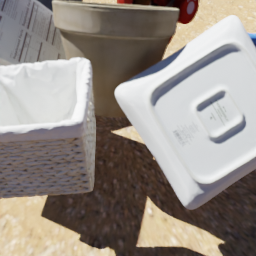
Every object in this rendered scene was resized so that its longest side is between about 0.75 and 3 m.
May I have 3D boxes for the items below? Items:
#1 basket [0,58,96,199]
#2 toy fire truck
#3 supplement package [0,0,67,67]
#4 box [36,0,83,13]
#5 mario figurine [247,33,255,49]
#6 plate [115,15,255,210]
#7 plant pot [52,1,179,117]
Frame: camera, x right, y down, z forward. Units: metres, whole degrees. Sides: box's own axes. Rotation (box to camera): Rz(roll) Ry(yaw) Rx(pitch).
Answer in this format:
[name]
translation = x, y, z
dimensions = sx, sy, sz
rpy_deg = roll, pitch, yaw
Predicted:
[basket]
translation = -1.425, -0.019, 4.494
dimensions = 1.846, 1.485, 1.830
rpy_deg = -5, 39, 0
[toy fire truck]
translation = 0.640, -3.715, 7.822
dimensions = 1.555, 2.329, 2.773
rpy_deg = 33, 74, 36
[supplement package]
translation = -3.031, -1.885, 6.465
dimensions = 2.034, 2.680, 2.019
rpy_deg = -19, 57, 37
[box]
translation = -2.817, -4.043, 8.511
dimensions = 2.643, 2.688, 1.578
rpy_deg = -13, 35, -12
[mario figurine]
translation = 3.195, -1.824, 6.268
dimensions = 1.894, 1.169, 1.004
rpy_deg = -13, 85, -13
[plate]
translation = 1.605, -0.260, 5.209
dimensions = 2.811, 0.454, 2.805
rpy_deg = -32, 93, 0
[plant pot]
translation = -0.333, -1.564, 6.311
dimensions = 2.625, 2.277, 2.625
rpy_deg = 4, 25, -2
